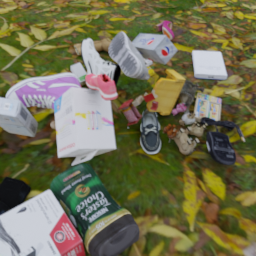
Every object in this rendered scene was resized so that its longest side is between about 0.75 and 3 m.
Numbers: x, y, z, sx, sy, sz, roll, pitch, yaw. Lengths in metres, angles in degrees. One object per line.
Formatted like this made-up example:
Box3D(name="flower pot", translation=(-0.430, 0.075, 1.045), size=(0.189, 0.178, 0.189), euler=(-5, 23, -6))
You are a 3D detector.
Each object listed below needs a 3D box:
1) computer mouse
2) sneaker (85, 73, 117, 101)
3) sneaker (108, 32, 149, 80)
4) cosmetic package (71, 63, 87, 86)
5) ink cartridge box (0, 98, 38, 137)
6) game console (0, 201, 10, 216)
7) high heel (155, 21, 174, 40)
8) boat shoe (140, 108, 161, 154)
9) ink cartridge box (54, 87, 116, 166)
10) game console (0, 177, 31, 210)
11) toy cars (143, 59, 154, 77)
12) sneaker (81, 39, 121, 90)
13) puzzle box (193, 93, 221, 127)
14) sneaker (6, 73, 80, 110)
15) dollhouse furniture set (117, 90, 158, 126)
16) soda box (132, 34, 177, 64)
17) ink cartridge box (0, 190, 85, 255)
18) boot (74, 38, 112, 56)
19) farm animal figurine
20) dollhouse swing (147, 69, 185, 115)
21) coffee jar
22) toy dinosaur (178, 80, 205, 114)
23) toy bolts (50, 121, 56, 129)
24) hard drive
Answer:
Box3D(name="computer mouse", translation=(3.538, 0.577, 10.182), size=(1.625, 0.533, 2.314), euler=(7, 43, -12))
Box3D(name="sneaker", translation=(-0.768, -1.363, 8.138), size=(0.533, 0.628, 1.447), euler=(-22, 43, -31))
Box3D(name="sneaker", translation=(0.018, -2.651, 10.690), size=(1.037, 0.945, 2.530), euler=(23, 36, -45))
Box3D(name="cosmetic package", translation=(-2.242, -2.494, 13.031), size=(0.509, 0.401, 0.946), euler=(-29, 78, -18))
Box3D(name="ink cartridge box", translation=(-4.757, -0.446, 9.689), size=(2.702, 2.163, 0.639), euler=(8, 72, 0))
Box3D(name="game console", translation=(-4.086, 2.716, 7.782), size=(0.925, 0.189, 1.568), euler=(23, 64, 20))
Box3D(name="high heel", translation=(2.524, -5.879, 16.772), size=(1.080, 0.758, 2.251), euler=(-20, 33, -6))
Box3D(name="boat shoe", translation=(0.801, 0.065, 10.544), size=(0.786, 0.627, 2.080), euler=(-6, 43, -1))
Box3D(name="ink cartridge box", translation=(-1.389, 0.029, 8.868), size=(1.362, 1.398, 2.174), euler=(2, 75, -37))
Box3D(name="game console", translation=(-4.493, 2.074, 8.676), size=(2.598, 0.313, 1.533), euler=(13, 45, 11))
Box3D(name="toy cars", translation=(0.866, -3.248, 14.224), size=(0.822, 0.406, 1.833), euler=(-2, 43, -2))
Box3D(name="sneaker", translation=(-1.025, -2.643, 11.552), size=(1.450, 0.951, 2.519), euler=(-15, 81, 17))
Box3D(name="puzzle box", translation=(3.283, -0.772, 11.581), size=(1.049, 0.201, 1.577), euler=(16, 49, 4))
Box3D(name="sneaker", translation=(-2.992, -1.031, 9.964), size=(2.690, 0.975, 1.534), euler=(-18, 54, -4))
Box3D(name="dollhouse furniture set", translation=(0.452, -0.711, 10.333), size=(1.488, 0.801, 0.605), euler=(-19, 21, 38))
Box3D(name="soda box", translation=(0.972, -3.287, 11.518), size=(0.757, 0.814, 2.386), euler=(-48, 31, -1))
Box3D(name="ink cartridge box", translation=(-2.678, 3.092, 7.013), size=(2.612, 1.094, 1.885), euler=(-27, 50, -26))
Box3D(name="boot", translation=(-1.748, -4.252, 15.154), size=(1.996, 0.660, 1.748), euler=(-17, 33, -19))
Box3D(name="farm animal figurine", translation=(2.036, 0.106, 10.432), size=(1.464, 0.911, 1.812), euler=(34, 46, 5))
Box3D(name="dollhouse swing", translation=(1.231, -1.469, 11.088), size=(1.393, 1.585, 1.440), euler=(6, 29, -29))
Box3D(name="coffee jar", translation=(-0.957, 2.309, 7.787), size=(1.428, 1.168, 2.737), euler=(-28, 51, -26))
Box3D(name="toy dinosaur", translation=(2.439, -1.720, 12.062), size=(1.240, 0.934, 2.426), euler=(9, 46, -29))
Box3D(name="toy bolts", translation=(-2.465, -0.167, 10.565), size=(0.849, 1.169, 1.224), euler=(-25, 32, -19))
Box3D(name="hard drive", translation=(4.095, -3.224, 14.278), size=(1.503, 0.289, 2.278), euler=(4, 44, 4))
